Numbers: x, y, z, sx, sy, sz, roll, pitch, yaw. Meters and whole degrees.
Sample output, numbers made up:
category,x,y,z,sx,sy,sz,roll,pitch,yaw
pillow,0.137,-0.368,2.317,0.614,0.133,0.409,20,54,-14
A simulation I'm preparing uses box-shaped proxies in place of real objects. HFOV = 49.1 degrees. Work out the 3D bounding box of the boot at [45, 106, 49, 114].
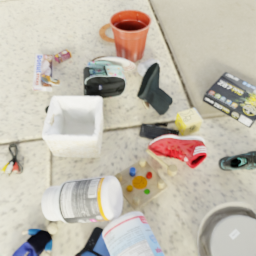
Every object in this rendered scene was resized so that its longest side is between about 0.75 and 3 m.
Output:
category,x,y,z,sx,sy,sz,roll,pitch,yaw
boot,-3.092,-0.923,12.171,0.767,0.912,0.348,-19,79,-54

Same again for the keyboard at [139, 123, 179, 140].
category,x,y,z,sx,sy,sz,roll,pitch,yaw
keyboard,1.301,0.113,11.525,1.577,0.202,0.947,12,54,8

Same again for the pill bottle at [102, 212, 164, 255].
category,x,y,z,sx,sy,sz,roll,pitch,yaw
pill bottle,0.357,3.780,7.839,1.372,1.372,2.523,-21,56,-15

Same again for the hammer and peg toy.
category,x,y,z,sx,sy,sz,roll,pitch,yaw
hammer and peg toy,0.622,1.776,9.942,2.083,0.735,1.532,-30,58,-22

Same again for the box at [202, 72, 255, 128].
category,x,y,z,sx,sy,sz,roll,pitch,yaw
box,4.794,-1.288,12.328,2.374,0.583,1.914,35,59,22

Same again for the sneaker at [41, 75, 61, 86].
category,x,y,z,sx,sy,sz,roll,pitch,yaw
sneaker,-3.521,-2.119,12.818,0.960,0.423,0.361,24,81,9

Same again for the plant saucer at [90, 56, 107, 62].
category,x,y,z,sx,sy,sz,roll,pitch,yaw
plant saucer,-1.147,-2.888,13.579,1.677,0.247,1.677,4,59,-7

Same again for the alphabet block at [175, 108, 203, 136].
category,x,y,z,sx,sy,sz,roll,pitch,yaw
alphabet block,2.460,-0.240,11.425,0.786,0.772,0.768,-16,53,-12

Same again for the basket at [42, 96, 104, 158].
category,x,y,z,sx,sy,sz,roll,pitch,yaw
basket,-1.990,-0.005,10.718,2.004,1.612,1.986,2,53,1

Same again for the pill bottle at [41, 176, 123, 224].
category,x,y,z,sx,sy,sz,roll,pitch,yaw
pill bottle,-1.444,2.291,8.843,2.318,1.349,1.349,-11,51,19

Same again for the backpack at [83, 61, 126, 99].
category,x,y,z,sx,sy,sz,roll,pitch,yaw
backpack,-1.032,-2.048,12.250,1.849,1.641,1.392,-2,58,-9

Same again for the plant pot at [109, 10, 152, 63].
category,x,y,z,sx,sy,sz,roll,pitch,yaw
plant pot,0.111,-4.430,13.828,1.981,1.927,1.981,0,52,0

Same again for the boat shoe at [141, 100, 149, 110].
category,x,y,z,sx,sy,sz,roll,pitch,yaw
boat shoe,0.813,-1.305,12.378,0.398,0.398,1.076,-27,53,19

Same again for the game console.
category,x,y,z,sx,sy,sz,roll,pitch,yaw
game console,-0.688,3.712,8.405,1.451,0.844,1.276,21,56,14

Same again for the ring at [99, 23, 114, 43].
category,x,y,z,sx,sy,sz,roll,pitch,yaw
ring,-0.652,-5.280,15.595,1.959,0.188,1.959,0,52,1

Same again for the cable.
category,x,y,z,sx,sy,sz,roll,pitch,yaw
cable,-4.307,1.195,10.581,0.749,0.388,1.542,1,53,-7

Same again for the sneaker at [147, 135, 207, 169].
category,x,y,z,sx,sy,sz,roll,pitch,yaw
sneaker,1.806,0.882,10.225,2.172,0.851,1.255,-9,29,6

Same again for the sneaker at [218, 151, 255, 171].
category,x,y,z,sx,sy,sz,roll,pitch,yaw
sneaker,4.295,1.258,10.229,1.863,0.738,0.702,-11,82,-4

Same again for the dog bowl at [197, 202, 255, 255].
category,x,y,z,sx,sy,sz,roll,pitch,yaw
dog bowl,3.440,3.734,8.382,2.903,0.851,2.903,0,52,0

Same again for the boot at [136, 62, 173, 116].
category,x,y,z,sx,sy,sz,roll,pitch,yaw
boot,1.287,-1.630,11.947,0.711,1.564,1.861,-4,58,53

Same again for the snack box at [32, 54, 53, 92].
category,x,y,z,sx,sy,sz,roll,pitch,yaw
snack box,-4.088,-2.691,13.501,0.853,0.288,2.372,-1,52,-13

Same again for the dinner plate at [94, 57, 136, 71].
category,x,y,z,sx,sy,sz,roll,pitch,yaw
dinner plate,-0.598,-2.871,12.477,1.890,1.890,0.229,4,87,3

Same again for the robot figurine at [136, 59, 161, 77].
category,x,y,z,sx,sy,sz,roll,pitch,yaw
robot figurine,0.954,-2.882,13.441,1.209,0.683,1.026,-26,13,-19

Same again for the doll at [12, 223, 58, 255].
category,x,y,z,sx,sy,sz,roll,pitch,yaw
doll,-2.941,3.652,8.711,1.201,0.427,1.761,37,62,24

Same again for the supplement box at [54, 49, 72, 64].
category,x,y,z,sx,sy,sz,roll,pitch,yaw
supplement box,-3.326,-3.643,14.244,0.768,0.329,0.424,-35,55,-23
